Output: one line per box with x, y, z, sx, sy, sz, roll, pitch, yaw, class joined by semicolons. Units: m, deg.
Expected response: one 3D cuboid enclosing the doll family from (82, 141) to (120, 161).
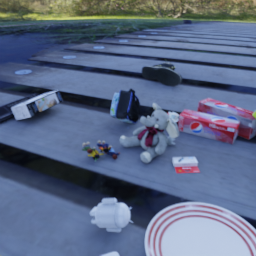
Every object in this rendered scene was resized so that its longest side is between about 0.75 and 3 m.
-0.914;0.800;9.550;1.340;0.526;0.775;-9;22;-21;doll family

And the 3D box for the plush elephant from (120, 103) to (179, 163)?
0.904;0.065;9.762;1.983;1.535;1.633;-13;32;-26;plush elephant

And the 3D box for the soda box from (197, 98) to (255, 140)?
4.072;-0.431;11.499;0.790;0.872;2.490;-22;35;-36;soda box

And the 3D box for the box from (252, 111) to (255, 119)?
5.942;-0.009;10.201;1.492;0.583;2.447;-22;62;-36;box

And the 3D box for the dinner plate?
1.699;2.668;6.165;2.672;0.324;2.672;-1;28;0;dinner plate

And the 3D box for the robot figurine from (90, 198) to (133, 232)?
-0.389;2.092;6.689;1.015;0.861;0.573;-6;13;17;robot figurine

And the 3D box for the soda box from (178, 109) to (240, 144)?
3.126;-0.081;11.016;2.228;0.706;0.780;15;31;26;soda box

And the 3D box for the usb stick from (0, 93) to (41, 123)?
-5.053;-0.913;12.762;0.793;0.466;2.859;34;39;17;usb stick

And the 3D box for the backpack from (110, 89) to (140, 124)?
-0.085;-0.858;11.757;1.036;1.290;1.410;6;-9;21;backpack

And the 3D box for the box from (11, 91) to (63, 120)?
-4.032;-1.034;12.512;1.143;0.589;1.960;-7;19;37;box

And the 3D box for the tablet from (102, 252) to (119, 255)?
-0.986;3.169;5.402;2.007;0.137;1.306;-9;29;-16;tablet

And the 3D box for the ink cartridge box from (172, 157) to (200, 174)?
1.884;1.203;9.133;0.777;0.174;0.684;-2;27;-3;ink cartridge box

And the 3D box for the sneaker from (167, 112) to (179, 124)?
1.752;-0.334;11.598;0.569;0.428;1.216;43;38;14;sneaker

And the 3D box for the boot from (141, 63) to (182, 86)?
2.467;-3.387;17.085;2.762;0.997;2.086;23;33;36;boot
